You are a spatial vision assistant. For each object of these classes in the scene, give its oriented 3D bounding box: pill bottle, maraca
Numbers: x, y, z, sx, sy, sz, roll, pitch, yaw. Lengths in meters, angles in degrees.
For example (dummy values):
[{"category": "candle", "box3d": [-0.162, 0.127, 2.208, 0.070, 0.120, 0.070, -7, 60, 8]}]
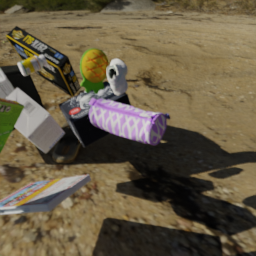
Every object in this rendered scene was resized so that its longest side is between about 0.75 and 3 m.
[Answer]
[{"category": "pill bottle", "box3d": [-2.777, -1.842, 8.172, 0.757, 0.427, 0.427, -30, 38, -21]}, {"category": "maraca", "box3d": [-1.116, -1.859, 9.217, 1.003, 1.463, 0.783, 4, 7, -27]}]

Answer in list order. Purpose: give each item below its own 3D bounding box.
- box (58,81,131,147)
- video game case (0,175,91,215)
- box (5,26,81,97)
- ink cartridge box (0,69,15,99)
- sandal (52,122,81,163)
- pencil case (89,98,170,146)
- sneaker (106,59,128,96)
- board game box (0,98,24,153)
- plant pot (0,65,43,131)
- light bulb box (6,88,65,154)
[{"category": "box", "box3d": [-1.151, -0.577, 10.010, 2.088, 1.087, 1.901, -29, 31, -14]}, {"category": "video game case", "box3d": [-2.064, 1.547, 6.477, 2.049, 0.179, 1.465, -13, 9, 30]}, {"category": "box", "box3d": [-3.253, -2.551, 11.013, 2.663, 2.127, 0.657, 33, 72, 15]}, {"category": "ink cartridge box", "box3d": [-3.951, -0.846, 7.852, 1.478, 1.070, 0.621, -32, 61, -13]}, {"category": "sandal", "box3d": [-2.444, 0.373, 11.545, 1.159, 0.779, 2.886, 0, 28, 1]}, {"category": "pencil case", "box3d": [-0.032, -0.182, 6.848, 1.980, 0.846, 0.831, 14, 67, 32]}, {"category": "sneaker", "box3d": [-0.357, -1.715, 8.504, 0.572, 0.652, 1.627, -24, 42, 15]}, {"category": "board game box", "box3d": [-2.711, 0.476, 4.997, 0.329, 2.197, 1.050, 27, 4, 11]}, {"category": "plant pot", "box3d": [-4.550, -1.251, 10.731, 2.050, 2.305, 2.311, -24, 26, -13]}, {"category": "light bulb box", "box3d": [-2.366, -0.142, 6.909, 1.194, 1.205, 0.752, 37, 76, 17]}]
